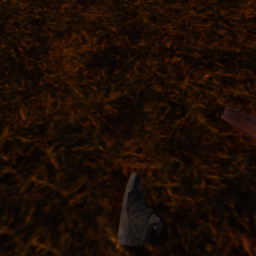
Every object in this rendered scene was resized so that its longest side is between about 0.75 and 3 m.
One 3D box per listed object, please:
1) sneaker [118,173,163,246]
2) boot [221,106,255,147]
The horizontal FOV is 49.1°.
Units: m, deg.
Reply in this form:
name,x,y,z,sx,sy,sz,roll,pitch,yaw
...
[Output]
name,x,y,z,sx,sy,sz,roll,pitch,yaw
sneaker,0.432,2.476,8.579,1.269,0.847,2.216,6,54,3
boot,4.254,0.171,9.875,2.110,0.918,2.537,28,27,8
